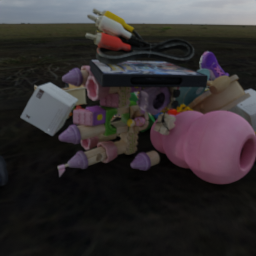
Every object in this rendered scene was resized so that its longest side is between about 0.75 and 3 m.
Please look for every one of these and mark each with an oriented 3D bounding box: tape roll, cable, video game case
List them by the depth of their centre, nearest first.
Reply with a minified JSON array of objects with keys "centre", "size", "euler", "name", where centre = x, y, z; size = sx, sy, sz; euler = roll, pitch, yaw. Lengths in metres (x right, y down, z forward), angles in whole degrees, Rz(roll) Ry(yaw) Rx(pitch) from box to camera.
[{"centre":[0.305,-1.871,6.309],"size":[2.604,0.655,1.264],"euler":[12,61,-7],"name":"cable"},{"centre":[0.291,-1.274,6.406],"size":[2.127,0.300,2.354],"euler":[-1,19,-13],"name":"video game case"},{"centre":[0.090,-1.001,9.521],"size":[0.574,2.390,2.390],"euler":[-32,21,10],"name":"tape roll"}]

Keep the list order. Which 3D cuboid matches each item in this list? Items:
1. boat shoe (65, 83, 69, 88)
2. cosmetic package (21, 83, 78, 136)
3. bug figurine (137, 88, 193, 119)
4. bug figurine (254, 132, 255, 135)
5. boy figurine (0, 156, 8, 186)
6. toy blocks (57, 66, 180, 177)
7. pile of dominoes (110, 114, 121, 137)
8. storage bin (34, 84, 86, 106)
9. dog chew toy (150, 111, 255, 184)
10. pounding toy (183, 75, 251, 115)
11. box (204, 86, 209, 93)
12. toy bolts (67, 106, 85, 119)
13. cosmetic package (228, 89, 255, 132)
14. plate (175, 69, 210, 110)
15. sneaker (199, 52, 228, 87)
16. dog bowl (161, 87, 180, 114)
[{"centre":[-2.955,-2.134,14.483],"size":[0.384,0.492,1.085],"euler":[-20,30,-39],"name":"boat shoe"},{"centre":[-2.489,-0.639,9.044],"size":[1.146,1.145,1.389],"euler":[31,14,-8],"name":"cosmetic package"},{"centre":[1.031,-0.568,9.192],"size":[1.915,0.635,2.469],"euler":[32,-4,-10],"name":"bug figurine"},{"centre":[4.177,-0.313,8.056],"size":[2.818,0.725,2.185],"euler":[-38,32,-4],"name":"bug figurine"},{"centre":[-3.832,1.456,5.496],"size":[1.802,0.934,2.899],"euler":[12,23,17],"name":"boy figurine"},{"centre":[-0.640,-0.095,7.106],"size":[2.346,2.605,2.787],"euler":[-15,31,-36],"name":"toy blocks"},{"centre":[-0.393,-0.175,9.722],"size":[1.103,0.225,1.415],"euler":[4,34,32],"name":"pile of dominoes"},{"centre":[-3.038,-1.510,12.590],"size":[1.767,0.828,1.754],"euler":[-17,29,-33],"name":"storage bin"},{"centre":[1.727,0.342,7.237],"size":[1.760,1.760,2.826],"euler":[-19,22,-38],"name":"dog chew toy"},{"centre":[2.642,-1.131,8.959],"size":[1.637,1.643,2.863],"euler":[-29,-8,-17],"name":"pounding toy"},{"centre":[3.454,-1.460,11.994],"size":[1.696,0.416,1.367],"euler":[-25,27,-6],"name":"box"},{"centre":[-2.059,-0.519,10.949],"size":[0.786,0.545,0.751],"euler":[5,-19,37],"name":"toy bolts"},{"centre":[4.565,-0.677,10.341],"size":[1.117,0.814,2.198],"euler":[-18,24,3],"name":"cosmetic package"},{"centre":[2.198,-1.224,9.433],"size":[1.676,1.676,0.214],"euler":[-19,52,-37],"name":"plate"},{"centre":[3.145,-1.843,9.827],"size":[0.723,1.798,0.795],"euler":[-35,24,-15],"name":"sneaker"},{"centre":[1.611,-1.291,10.914],"size":[1.860,1.860,0.686],"euler":[-20,44,-39],"name":"dog bowl"}]
